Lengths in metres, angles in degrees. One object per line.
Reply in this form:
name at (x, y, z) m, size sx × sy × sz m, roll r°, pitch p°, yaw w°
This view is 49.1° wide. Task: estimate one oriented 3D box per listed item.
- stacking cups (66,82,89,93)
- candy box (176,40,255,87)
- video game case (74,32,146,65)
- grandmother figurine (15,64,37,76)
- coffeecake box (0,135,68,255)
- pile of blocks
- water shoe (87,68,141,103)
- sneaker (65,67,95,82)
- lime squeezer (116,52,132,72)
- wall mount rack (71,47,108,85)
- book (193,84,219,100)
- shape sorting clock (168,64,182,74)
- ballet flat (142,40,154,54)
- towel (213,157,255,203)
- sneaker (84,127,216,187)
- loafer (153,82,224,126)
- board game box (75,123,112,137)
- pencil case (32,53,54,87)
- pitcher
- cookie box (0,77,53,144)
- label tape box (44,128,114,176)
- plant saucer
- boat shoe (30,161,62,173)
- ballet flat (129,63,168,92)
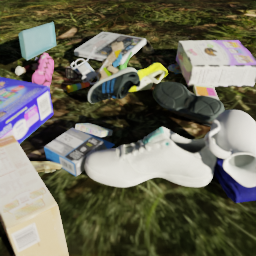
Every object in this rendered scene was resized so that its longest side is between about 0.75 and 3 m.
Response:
stacking cups at (-1.802, -1.477, 10.136) m, size 0.840 × 0.254 × 0.254 m, roll -18°, pitch 39°, yaw -32°
candy box at (3.336, -2.517, 10.772) m, size 2.537 × 0.908 × 2.128 m, roll -2°, pitch 42°, yaw -5°
video game case at (-0.765, -3.738, 12.932) m, size 2.386 × 0.306 × 2.624 m, roll 16°, pitch 41°, yaw 20°
grandmother figurine at (-3.867, -2.428, 11.338) m, size 1.365 × 0.413 × 0.828 m, roll -22°, pitch 17°, yaw -23°
coffeecake box at (-1.893, 1.351, 4.930) m, size 0.755 × 1.587 × 2.068 m, roll -22°, pitch 41°, yaw -28°
pile of blocks at (-0.604, -2.407, 10.238) m, size 0.686 × 1.672 × 0.520 m, roll 30°, pitch 28°, yaw -18°
water shoe at (-0.467, -1.174, 8.605) m, size 1.798 × 0.643 × 0.709 m, roll -31°, pitch 60°, yaw 14°
sneaker at (-1.849, -2.056, 10.785) m, size 1.282 × 0.503 × 0.571 m, roll 21°, pitch 30°, yaw 17°
lime squeezer at (-0.322, -2.312, 10.587) m, size 0.276 × 1.462 × 0.516 m, roll -2°, pitch 75°, yaw -37°
wall mount rack at (-1.365, -2.231, 10.019) m, size 1.121 × 0.481 × 1.290 m, roll -36°, pitch 71°, yaw -9°
book at (2.667, -1.133, 9.607) m, size 0.717 × 0.258 × 1.074 m, roll 3°, pitch 37°, yaw 2°
shape sorting clock at (2.139, -2.469, 11.526) m, size 0.985 × 0.193 × 0.985 m, roll 0°, pitch 36°, yaw 0°
ballet flat at (0.916, -3.915, 13.425) m, size 0.509 × 0.350 × 1.512 m, roll -3°, pitch 35°, yaw -4°
towel at (2.980, 1.046, 6.400) m, size 1.890 × 0.468 × 1.396 m, roll -7°, pitch 40°, yaw -7°
sneaker at (0.478, 0.547, 6.312) m, size 2.958 × 1.309 × 1.113 m, roll 0°, pitch 37°, yaw 0°
loafer at (1.800, -0.652, 8.615) m, size 0.958 × 0.839 × 2.667 m, roll -48°, pitch 42°, yaw -8°
board game box at (-0.900, 0.048, 7.406) m, size 0.816 × 0.140 × 0.549 m, roll 16°, pitch 10°, yaw 26°
pencil case at (-3.200, -2.165, 10.564) m, size 0.760 × 0.784 × 1.675 m, roll 9°, pitch 35°, yaw -18°
pitcher at (2.195, 0.232, 6.043) m, size 1.462 × 1.033 × 1.704 m, roll 33°, pitch 35°, yaw -16°
cookie box at (-4.058, -0.503, 7.965) m, size 2.856 × 1.073 × 2.443 m, roll 13°, pitch 36°, yaw 16°
label tape box at (-1.208, 0.452, 7.176) m, size 1.067 × 0.468 × 1.480 m, roll 22°, pitch 41°, yaw 28°
plant saucer at (-3.444, -3.426, 10.823) m, size 0.267 × 0.984 × 2.816 m, roll 4°, pitch 27°, yaw 7°
boat shoe at (-1.953, 0.943, 6.560) m, size 0.877 × 0.321 × 0.275 m, roll -3°, pitch 71°, yaw 20°
ballet flat at (0.703, -1.783, 10.165) m, size 0.733 × 0.730 × 2.186 m, roll 38°, pitch 48°, yaw 18°
